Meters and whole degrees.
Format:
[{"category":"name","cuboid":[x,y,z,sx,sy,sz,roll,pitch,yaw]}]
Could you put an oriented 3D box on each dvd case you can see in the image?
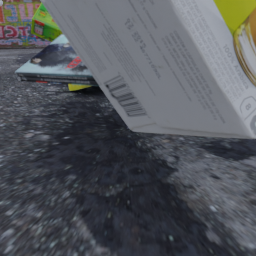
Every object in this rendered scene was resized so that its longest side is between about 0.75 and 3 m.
[{"category":"dvd case","cuboid":[-0.974,-1.691,6.621,2.811,0.309,2.052,9,45,25]}]

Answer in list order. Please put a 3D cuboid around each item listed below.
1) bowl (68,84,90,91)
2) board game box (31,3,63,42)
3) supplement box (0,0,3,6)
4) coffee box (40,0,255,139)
[{"category":"bowl","cuboid":[-1.641,-2.732,12.624,2.551,1.373,2.551,-17,16,5]},{"category":"board game box","cuboid":[-1.571,-3.293,9.383,2.849,0.678,1.447,20,59,-12]},{"category":"supplement box","cuboid":[-3.783,-2.482,6.316,0.893,0.874,1.728,-13,45,44]},{"category":"coffee box","cuboid":[0.878,-1.821,4.071,2.809,2.836,2.840,-40,16,-18]}]
